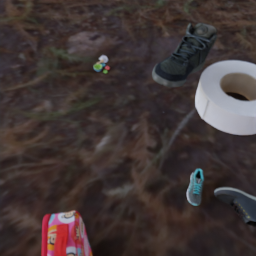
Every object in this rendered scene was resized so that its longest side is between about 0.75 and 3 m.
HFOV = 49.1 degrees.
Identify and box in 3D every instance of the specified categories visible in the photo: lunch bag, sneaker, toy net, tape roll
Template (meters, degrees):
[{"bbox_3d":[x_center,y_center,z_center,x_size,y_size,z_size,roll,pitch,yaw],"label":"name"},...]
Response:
[{"bbox_3d":[-1.028,2.426,4.727,0.766,1.648,1.871,-7,51,-5],"label":"lunch bag"},{"bbox_3d":[2.409,1.715,6.100,1.090,0.408,0.579,16,50,11],"label":"sneaker"},{"bbox_3d":[-0.838,-2.187,9.422,0.480,0.177,0.915,7,51,6],"label":"toy net"},{"bbox_3d":[3.101,-0.904,7.972,2.301,0.805,2.301,0,51,0],"label":"tape roll"},{"bbox_3d":[1.470,-1.934,7.178,0.917,1.374,2.400,35,45,21],"label":"sneaker"},{"bbox_3d":[1.557,1.325,6.425,0.347,0.408,0.894,8,52,7],"label":"sneaker"}]
